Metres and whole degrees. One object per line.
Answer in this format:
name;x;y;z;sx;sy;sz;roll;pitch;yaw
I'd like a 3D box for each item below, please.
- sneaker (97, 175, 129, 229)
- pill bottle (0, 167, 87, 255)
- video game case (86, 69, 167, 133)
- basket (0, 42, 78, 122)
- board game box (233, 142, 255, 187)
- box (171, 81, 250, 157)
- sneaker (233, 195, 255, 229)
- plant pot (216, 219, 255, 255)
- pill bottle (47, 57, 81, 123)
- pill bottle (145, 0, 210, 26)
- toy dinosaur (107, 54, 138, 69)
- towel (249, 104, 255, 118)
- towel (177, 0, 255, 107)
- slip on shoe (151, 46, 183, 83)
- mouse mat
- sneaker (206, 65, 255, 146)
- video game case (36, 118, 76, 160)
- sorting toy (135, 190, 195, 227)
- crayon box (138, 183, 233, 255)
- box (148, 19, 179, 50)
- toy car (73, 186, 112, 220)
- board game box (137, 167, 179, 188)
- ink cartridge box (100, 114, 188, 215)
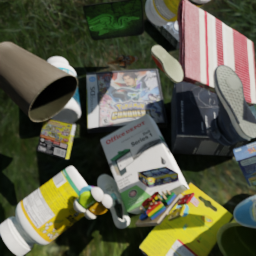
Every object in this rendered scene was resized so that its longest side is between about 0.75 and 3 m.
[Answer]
sneaker;-0.436;2.136;8.583;0.674;0.792;1.791;-24;63;-12
pill bottle;-1.837;1.949;6.542;2.062;1.163;1.163;-36;66;-12
video game case;-0.134;-1.096;10.670;2.887;0.368;2.609;-4;60;-2
basket;-2.654;-1.303;7.438;1.971;1.341;1.777;36;40;13
board game box;3.488;0.641;6.302;1.886;1.277;0.325;-22;43;20
box;2.672;-0.345;9.624;2.262;1.426;2.301;3;60;2
sneaker;2.484;1.427;4.991;1.087;1.665;0.662;18;57;-40
plant pot;4.255;2.625;7.520;2.761;2.761;2.622;36;54;18
pill bottle;-2.533;-1.409;10.278;1.362;1.362;2.459;-10;61;-6
pill bottle;1.489;-3.979;8.458;1.269;2.221;1.269;0;89;-25
toy dinosaur;-0.191;-2.308;9.549;0.996;0.676;0.509;10;97;-8
towel;4.693;-0.508;10.376;1.076;0.303;1.257;9;61;6
towel;2.389;-1.837;7.328;2.920;0.332;2.103;13;72;-33
slip on shoe;0.752;-1.214;5.457;0.335;0.277;0.905;-30;67;-12
mouse mat;-0.467;-3.882;10.163;2.068;1.664;0.078;-5;63;4
sneaker;2.070;-0.413;6.189;0.639;1.215;1.682;-12;76;-16
video game case;-2.010;0.278;7.786;1.102;0.141;0.996;12;90;27
sorting toy;0.647;1.764;6.299;0.925;1.918;0.324;-39;93;-35
crayon box;1.685;3.064;8.139;1.585;0.634;2.496;38;67;19
box;2.265;-4.760;12.689;1.828;0.497;2.282;-28;64;-15
toy car;-0.763;1.512;5.948;0.659;0.754;0.565;-36;37;9
board game box;0.735;1.212;6.947;0.817;0.675;0.232;-8;101;-19
ink cartridge box;0.435;1.103;8.700;1.838;1.061;2.516;-30;62;10
